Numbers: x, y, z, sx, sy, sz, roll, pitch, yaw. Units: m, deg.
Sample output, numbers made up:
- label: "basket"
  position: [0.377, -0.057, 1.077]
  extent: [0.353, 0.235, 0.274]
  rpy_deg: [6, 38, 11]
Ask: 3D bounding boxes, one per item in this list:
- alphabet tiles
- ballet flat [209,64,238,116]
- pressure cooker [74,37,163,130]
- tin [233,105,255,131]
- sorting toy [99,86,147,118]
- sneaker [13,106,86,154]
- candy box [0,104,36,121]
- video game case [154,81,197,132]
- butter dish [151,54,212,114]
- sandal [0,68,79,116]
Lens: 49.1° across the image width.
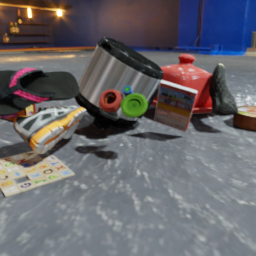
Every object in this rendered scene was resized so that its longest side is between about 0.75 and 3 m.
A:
- label: "alphabet tiles"
  position: [-2.402, 0.983, 6.741]
  extent: [1.542, 0.070, 1.845]
  rpy_deg: [-14, 24, -35]
- label: "ballet flat"
  position: [3.258, -1.313, 9.717]
  extent: [0.738, 0.863, 2.596]
  rpy_deg: [10, 48, 1]
- label: "pressure cooker"
  position: [-0.445, -1.288, 9.391]
  extent: [2.471, 2.766, 2.433]
  rpy_deg: [41, 21, 27]
- label: "tin"
  position: [5.065, -0.234, 9.499]
  extent: [2.922, 0.612, 1.636]
  rpy_deg: [13, 19, 32]
- label: "sorting toy"
  position: [-0.075, -0.599, 7.100]
  extent: [1.313, 0.789, 0.539]
  rpy_deg: [18, -19, 21]
- label: "sneaker"
  position: [-1.998, -0.207, 7.572]
  extent: [0.990, 1.003, 2.563]
  rpy_deg: [32, 20, 7]
- label: "candy box"
  position: [-4.076, -0.740, 10.281]
  extent: [1.664, 0.971, 0.470]
  rpy_deg: [13, 23, 31]
- label: "video game case"
  position: [1.370, -0.611, 8.349]
  extent: [1.086, 1.519, 0.133]
  rpy_deg: [20, 46, 16]
- label: "butter dish"
  position: [2.167, -1.819, 11.183]
  extent: [2.933, 2.168, 2.925]
  rpy_deg: [-4, 20, -36]
- label: "sandal"
  position: [-2.245, -1.006, 6.724]
  extent: [0.629, 1.048, 2.790]
  rpy_deg: [-20, 0, 44]
